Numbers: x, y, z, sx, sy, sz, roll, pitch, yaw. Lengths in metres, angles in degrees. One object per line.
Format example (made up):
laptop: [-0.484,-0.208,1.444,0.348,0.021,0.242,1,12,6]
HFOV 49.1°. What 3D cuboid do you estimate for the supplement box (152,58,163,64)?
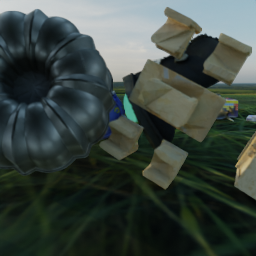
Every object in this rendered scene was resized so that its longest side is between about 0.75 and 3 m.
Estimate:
supplement box: [1.154,-1.412,10.148,0.690,1.875,1.182,-9,-32,17]

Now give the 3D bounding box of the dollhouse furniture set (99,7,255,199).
dollhouse furniture set: [1.004,-0.150,3.545,1.963,1.803,1.277,32,20,16]

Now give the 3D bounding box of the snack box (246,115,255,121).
snack box: [4.580,-0.355,10.251,0.356,0.120,0.991,4,9,28]

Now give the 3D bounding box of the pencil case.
pencil case: [-0.664,-0.409,6.886,1.027,1.143,2.631,36,3,-7]

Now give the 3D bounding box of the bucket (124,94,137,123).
bucket: [0.410,-0.716,8.967,0.757,1.164,1.164,-14,14,-24]

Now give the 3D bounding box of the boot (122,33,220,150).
boot: [1.049,-0.822,5.237,2.120,0.964,2.523,-26,30,8]

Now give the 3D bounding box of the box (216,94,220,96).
box: [3.707,-1.249,13.746,1.428,0.873,0.757,5,9,28]

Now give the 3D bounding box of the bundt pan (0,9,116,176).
bundt pan: [-1.173,-0.507,3.405,2.127,2.127,0.798,-1,-12,-8]

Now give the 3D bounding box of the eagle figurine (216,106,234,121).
eagle figurine: [3.242,-0.485,9.848,0.883,0.670,0.666,-24,32,27]

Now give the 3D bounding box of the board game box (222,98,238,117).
board game box: [3.188,-0.915,12.071,2.545,0.722,2.104,1,10,9]
